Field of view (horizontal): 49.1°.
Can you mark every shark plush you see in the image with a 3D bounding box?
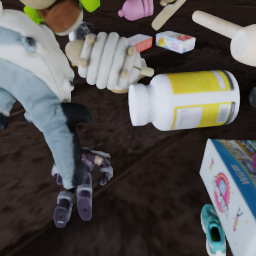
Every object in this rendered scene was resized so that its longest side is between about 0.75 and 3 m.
[{"bbox_3d":[-0.976,-0.391,2.738,2.340,0.975,1.063,47,10,18],"label":"shark plush"}]

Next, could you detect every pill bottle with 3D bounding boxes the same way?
[{"bbox_3d":[1.283,-0.648,6.767,2.408,1.349,1.349,-5,35,-8],"label":"pill bottle"}]

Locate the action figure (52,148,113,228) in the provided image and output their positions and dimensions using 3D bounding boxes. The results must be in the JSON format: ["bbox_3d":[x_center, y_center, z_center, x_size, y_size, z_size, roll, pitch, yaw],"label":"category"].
[{"bbox_3d":[-0.896,0.924,5.190,1.153,0.615,1.772,-5,31,5],"label":"action figure"}]

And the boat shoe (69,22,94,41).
[{"bbox_3d":[-2.069,-4.446,12.943,0.714,0.753,2.154,5,27,9],"label":"boat shoe"}]

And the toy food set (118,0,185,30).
[{"bbox_3d":[0.159,-2.423,4.444,2.115,1.344,0.333,25,33,-39],"label":"toy food set"}]

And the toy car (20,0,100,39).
[{"bbox_3d":[-2.189,-3.522,6.816,1.911,2.326,1.835,-33,60,14],"label":"toy car"}]

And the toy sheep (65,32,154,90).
[{"bbox_3d":[-0.346,-1.269,5.377,1.736,1.197,1.197,19,34,-6],"label":"toy sheep"}]

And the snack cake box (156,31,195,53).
[{"bbox_3d":[2.006,-3.697,11.982,0.833,0.487,1.448,-26,43,-36],"label":"snack cake box"}]

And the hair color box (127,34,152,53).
[{"bbox_3d":[0.335,-3.514,11.759,0.721,0.435,1.421,23,40,29],"label":"hair color box"}]

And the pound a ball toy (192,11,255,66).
[{"bbox_3d":[0.609,-1.842,2.943,1.119,1.717,2.634,-11,35,-26],"label":"pound a ball toy"}]

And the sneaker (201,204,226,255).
[{"bbox_3d":[1.358,1.550,4.390,0.356,0.366,0.919,-9,32,8],"label":"sneaker"}]

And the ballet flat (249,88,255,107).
[{"bbox_3d":[4.277,-1.099,8.117,1.991,0.565,0.662,-22,40,-29],"label":"ballet flat"}]

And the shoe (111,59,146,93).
[{"bbox_3d":[0.056,-1.696,9.024,0.689,0.526,1.972,17,38,24],"label":"shoe"}]

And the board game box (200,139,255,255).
[{"bbox_3d":[2.766,1.097,4.399,2.720,0.874,2.006,2,30,-4],"label":"board game box"}]
